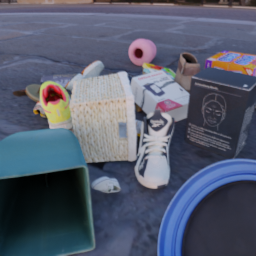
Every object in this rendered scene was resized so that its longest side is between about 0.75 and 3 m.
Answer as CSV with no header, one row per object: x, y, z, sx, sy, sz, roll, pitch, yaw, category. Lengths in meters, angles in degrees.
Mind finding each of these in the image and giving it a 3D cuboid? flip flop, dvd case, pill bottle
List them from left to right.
-3.137,-1.468,12.081,2.795,0.805,1.134,20,39,20,flip flop
-3.182,-2.432,14.578,2.664,0.213,1.981,-5,29,-9,dvd case
0.389,0.027,9.709,0.920,0.511,0.511,17,31,5,pill bottle

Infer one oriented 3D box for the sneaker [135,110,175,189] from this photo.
0.767,0.382,8.032,1.020,1.662,2.555,6,31,10,sneaker

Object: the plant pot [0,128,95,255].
-1.991,1.183,6.472,2.027,2.028,2.869,-6,23,-11,plant pot

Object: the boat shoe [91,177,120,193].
-0.509,1.469,7.086,0.336,0.370,1.005,49,21,27,boat shoe

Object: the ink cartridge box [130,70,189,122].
1.283,-1.211,11.055,1.579,0.920,2.182,-20,52,-29,ink cartridge box

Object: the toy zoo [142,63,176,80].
1.663,-2.779,14.225,2.149,0.220,1.410,5,33,-34,toy zoo

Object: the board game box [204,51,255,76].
4.509,-2.018,12.028,1.956,1.956,1.958,21,36,33,board game box

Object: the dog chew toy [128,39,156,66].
1.046,-4.808,17.608,1.585,1.585,2.545,11,24,19,dog chew toy

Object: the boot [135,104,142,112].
0.909,-1.131,11.983,1.108,0.528,1.432,11,41,-3,boot

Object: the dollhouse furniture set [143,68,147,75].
1.321,-2.734,14.617,0.990,0.694,0.698,-7,30,-12,dollhouse furniture set

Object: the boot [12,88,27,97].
-4.986,-1.780,13.380,0.809,0.279,0.868,-2,26,-2,boot

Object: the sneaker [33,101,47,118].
-3.129,-0.582,11.099,1.379,0.537,0.567,17,60,20,sneaker

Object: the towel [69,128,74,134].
-2.303,0.409,9.423,1.107,0.288,1.670,2,29,2,towel

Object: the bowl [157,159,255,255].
1.761,1.924,4.682,0.562,2.865,2.865,36,12,-31,bowl

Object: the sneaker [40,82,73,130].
-2.655,-1.133,10.132,1.141,1.318,2.919,-21,41,-15,sneaker

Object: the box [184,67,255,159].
2.941,-0.521,8.928,1.753,2.362,1.265,22,37,32,box

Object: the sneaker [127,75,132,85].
-0.680,-2.042,13.164,2.069,0.787,1.495,29,48,32,sneaker

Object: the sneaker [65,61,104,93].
-1.708,-2.047,12.457,0.925,1.124,2.444,-31,15,47,sneaker

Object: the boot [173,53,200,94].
2.335,-2.139,12.059,1.031,2.147,2.936,-9,30,-15,boot

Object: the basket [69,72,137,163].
-0.759,-0.361,8.853,1.802,2.221,2.241,-5,30,-4,basket
